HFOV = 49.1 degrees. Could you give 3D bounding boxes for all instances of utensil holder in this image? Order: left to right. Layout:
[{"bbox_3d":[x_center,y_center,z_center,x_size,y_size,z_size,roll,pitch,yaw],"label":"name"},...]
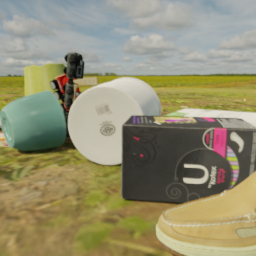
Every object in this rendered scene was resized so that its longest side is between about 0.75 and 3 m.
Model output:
[{"bbox_3d":[-0.274,-0.280,8.079,2.190,2.190,2.577,2,14,12],"label":"utensil holder"}]

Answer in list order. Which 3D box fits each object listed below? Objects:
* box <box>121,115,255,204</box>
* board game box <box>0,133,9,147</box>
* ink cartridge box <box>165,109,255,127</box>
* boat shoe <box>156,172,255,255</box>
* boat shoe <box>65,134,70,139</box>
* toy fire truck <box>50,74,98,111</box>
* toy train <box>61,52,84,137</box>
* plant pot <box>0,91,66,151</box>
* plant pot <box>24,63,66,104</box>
[{"bbox_3d":[1.106,0.557,5.395,2.368,1.447,1.256,2,11,8],"label":"box"},{"bbox_3d":[-4.313,0.398,9.317,1.158,0.268,0.877,1,11,3],"label":"board game box"},{"bbox_3d":[2.611,0.176,8.020,2.817,1.188,2.057,7,13,31],"label":"ink cartridge box"},{"bbox_3d":[1.786,1.034,3.854,2.897,1.103,1.038,-3,11,-13],"label":"boat shoe"},{"bbox_3d":[-1.672,-0.172,10.127,2.400,0.886,0.820,-19,46,-33],"label":"boat shoe"},{"bbox_3d":[-1.860,-1.292,10.155,1.596,1.404,1.027,4,26,47],"label":"toy fire truck"},{"bbox_3d":[-1.611,-0.906,8.179,0.589,2.572,0.439,-7,30,-34],"label":"toy train"},{"bbox_3d":[-2.927,-0.118,8.405,1.442,1.796,1.796,-17,19,-35],"label":"plant pot"},{"bbox_3d":[-3.563,-1.544,12.649,2.739,2.518,2.739,-7,8,1],"label":"plant pot"}]
